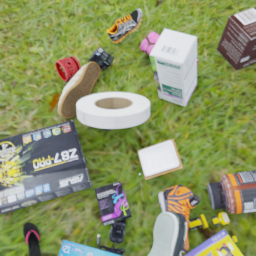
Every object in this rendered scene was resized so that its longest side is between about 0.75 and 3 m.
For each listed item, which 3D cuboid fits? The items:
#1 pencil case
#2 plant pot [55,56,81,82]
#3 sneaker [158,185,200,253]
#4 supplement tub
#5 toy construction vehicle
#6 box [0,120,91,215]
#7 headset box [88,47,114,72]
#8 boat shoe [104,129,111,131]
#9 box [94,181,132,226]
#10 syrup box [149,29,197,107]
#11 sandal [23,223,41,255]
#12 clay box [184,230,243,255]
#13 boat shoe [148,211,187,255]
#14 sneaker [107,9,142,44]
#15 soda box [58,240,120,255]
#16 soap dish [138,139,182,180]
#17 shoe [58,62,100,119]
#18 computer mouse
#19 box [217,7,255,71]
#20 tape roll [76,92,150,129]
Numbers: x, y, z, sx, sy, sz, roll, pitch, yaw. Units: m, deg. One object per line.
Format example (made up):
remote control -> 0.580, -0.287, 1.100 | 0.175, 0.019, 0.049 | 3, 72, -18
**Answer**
pencil case -> 1.556, -2.701, 10.432 | 2.191, 1.026, 0.994 | 40, 93, 18
plant pot -> -2.162, -2.181, 10.224 | 0.718, 0.788, 0.788 | -31, 64, -27
sneaker -> 1.421, 2.188, 7.199 | 0.990, 0.685, 1.767 | -31, 42, 17
supplement tub -> 3.197, 1.696, 7.478 | 2.000, 1.070, 1.070 | -9, 59, 8
toy construction vehicle -> 2.239, 2.780, 7.506 | 1.082, 0.381, 0.942 | -19, 62, -1
box -> -2.648, 1.099, 8.320 | 2.668, 0.655, 2.151 | -15, 63, -10
headset box -> -1.010, -2.491, 10.265 | 0.695, 0.798, 0.370 | 32, 68, -22
boat shoe -> -0.690, -0.186, 8.822 | 1.723, 0.571, 0.644 | 7, 25, 35
box -> -0.444, 2.087, 7.843 | 0.797, 0.201, 1.115 | -15, 46, -9
syrup box -> 1.492, -1.762, 8.791 | 1.003, 2.547, 1.037 | 23, 73, 21
sandal -> -2.509, 2.962, 7.370 | 0.391, 0.235, 1.042 | -10, 55, -26
clay box -> 2.408, 3.811, 6.422 | 1.402, 0.581, 2.439 | -34, 61, 1
boat shoe -> 0.803, 2.762, 6.003 | 0.739, 0.590, 1.955 | 25, 98, 47
sneaker -> -0.140, -3.975, 10.807 | 1.623, 0.627, 0.635 | -41, 53, 18
soda box -> -0.376, 3.528, 6.723 | 2.669, 0.905, 0.856 | 13, 60, 7
soap dish -> 0.921, 0.923, 8.081 | 1.122, 0.456, 0.883 | -20, 67, 13
shoe -> -1.754, -1.297, 9.806 | 0.637, 0.835, 2.388 | -2, 51, 47
computer mouse -> -0.447, 2.838, 7.454 | 0.751, 0.246, 1.069 | 6, 50, -5
box -> 4.383, -3.285, 10.372 | 1.328, 1.601, 1.315 | -24, 62, -13
tape roll -> -0.445, -0.573, 8.394 | 2.222, 0.406, 2.222 | 0, 25, 0
